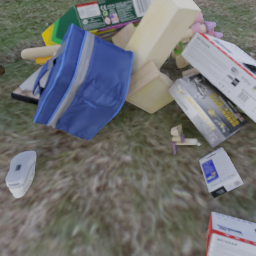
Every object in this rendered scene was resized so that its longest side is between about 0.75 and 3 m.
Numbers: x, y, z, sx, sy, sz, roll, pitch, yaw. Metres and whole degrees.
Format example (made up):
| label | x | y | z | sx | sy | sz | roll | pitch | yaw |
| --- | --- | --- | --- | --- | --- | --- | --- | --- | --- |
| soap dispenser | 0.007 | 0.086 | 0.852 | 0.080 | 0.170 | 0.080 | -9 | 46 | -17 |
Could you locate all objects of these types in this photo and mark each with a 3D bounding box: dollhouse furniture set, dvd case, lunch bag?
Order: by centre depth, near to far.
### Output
| label | x | y | z | sx | sy | sz | roll | pitch | yaw |
| --- | --- | --- | --- | --- | --- | --- | --- | --- | --- |
| lunch bag | -1.225 | -0.948 | 6.476 | 1.694 | 2.561 | 1.740 | 22 | 55 | -21 |
| dollhouse furniture set | 1.427 | 0.098 | 6.812 | 0.625 | 0.698 | 0.880 | -2 | 33 | 17 |
| dollhouse furniture set | 0.183 | -1.809 | 7.494 | 2.284 | 1.618 | 2.487 | -33 | 66 | 20 |
| dvd case | -2.042 | -1.202 | 8.557 | 2.432 | 0.213 | 1.735 | 15 | 45 | 14 |

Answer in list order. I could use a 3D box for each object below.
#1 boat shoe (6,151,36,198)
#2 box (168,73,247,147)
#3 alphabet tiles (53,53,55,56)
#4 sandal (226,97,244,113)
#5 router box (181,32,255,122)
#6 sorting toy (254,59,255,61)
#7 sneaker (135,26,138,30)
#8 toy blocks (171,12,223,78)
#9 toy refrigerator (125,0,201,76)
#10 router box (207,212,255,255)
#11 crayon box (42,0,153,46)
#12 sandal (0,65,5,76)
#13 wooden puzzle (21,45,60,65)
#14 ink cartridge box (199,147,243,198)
| label | x | y | z | sx | sy | sz | roll | pitch | yaw |
| --- | --- | --- | --- | --- | --- | --- | --- | --- | --- |
| boat shoe | -2.242 | 0.963 | 6.035 | 0.500 | 0.456 | 1.389 | -9 | 24 | -8 |
| box | 1.987 | -0.524 | 6.932 | 1.400 | 0.427 | 1.768 | -21 | 70 | -45 |
| alphabet tiles | -1.353 | -1.785 | 7.647 | 1.468 | 1.500 | 0.110 | -15 | 63 | -28 |
| sandal | 2.569 | -0.991 | 7.849 | 2.254 | 0.643 | 0.895 | 30 | 28 | 28 |
| router box | 3.019 | -1.207 | 7.083 | 2.476 | 0.674 | 2.759 | -9 | 52 | -49 |
| sorting toy | 3.392 | -1.835 | 9.072 | 2.028 | 0.703 | 0.698 | -14 | 22 | -17 |
| sneaker | 0.599 | -4.086 | 11.182 | 2.011 | 0.761 | 1.056 | -18 | 46 | -17 |
| toy blocks | 2.182 | -2.844 | 8.828 | 1.597 | 1.773 | 1.897 | -18 | 43 | 6 |
| toy refrigerator | 0.607 | -2.061 | 6.454 | 0.798 | 2.103 | 0.736 | -16 | 65 | -40 |
| router box | 2.149 | 1.900 | 4.362 | 1.781 | 1.598 | 0.435 | 12 | 88 | 16 |
| crayon box | -0.935 | -3.304 | 8.922 | 2.858 | 0.833 | 2.466 | -28 | 16 | -33 |
| sandal | -4.869 | -1.702 | 8.605 | 2.888 | 0.788 | 1.180 | 10 | 10 | 28 |
| wooden puzzle | -2.027 | -2.149 | 8.507 | 1.887 | 0.380 | 2.040 | -8 | 7 | -4 |
| ink cartridge box | 1.920 | 0.904 | 5.950 | 0.628 | 0.246 | 1.327 | -33 | 17 | 16 |
